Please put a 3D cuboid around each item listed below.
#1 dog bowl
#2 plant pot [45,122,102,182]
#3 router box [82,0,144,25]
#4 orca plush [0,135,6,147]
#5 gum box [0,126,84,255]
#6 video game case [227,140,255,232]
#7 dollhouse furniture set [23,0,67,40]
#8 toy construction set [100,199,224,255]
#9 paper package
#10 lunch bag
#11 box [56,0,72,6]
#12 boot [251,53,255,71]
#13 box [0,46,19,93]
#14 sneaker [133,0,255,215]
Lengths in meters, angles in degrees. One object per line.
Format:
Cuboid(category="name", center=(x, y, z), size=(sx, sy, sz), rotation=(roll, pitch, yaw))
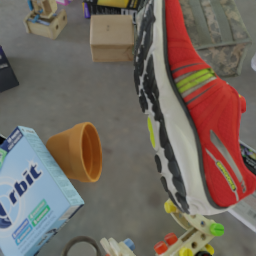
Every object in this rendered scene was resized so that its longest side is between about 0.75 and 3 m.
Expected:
Cuboid(category="dog bowl", center=(-0.884, 2.495, 5.365), size=(0.780, 0.229, 0.780), rotation=(0, 58, 0))
Cuboid(category="plant pot", center=(-1.185, 0.556, 6.057), size=(0.894, 1.277, 1.277), rotation=(-6, 57, 12))
Cuboid(category="router box", center=(-0.354, -4.624, 9.642), size=(1.835, 0.609, 2.333), rotation=(9, 58, 6))
Cuboid(category="orca plush", center=(-3.078, 0.265, 6.633), size=(0.697, 0.471, 1.325), rotation=(-26, 61, -15))
Cuboid(category="gum box", center=(-2.070, 1.286, 5.495), size=(1.747, 0.458, 2.057), rotation=(-47, 64, 11))
Cuboid(category="video game case", center=(2.704, 1.269, 6.164), size=(1.765, 0.206, 1.604), rotation=(37, 65, 22))
Cuboid(category="dollhouse furniture set", center=(-2.611, -3.670, 8.577), size=(0.987, 1.401, 0.982), rotation=(18, 59, 11))
Cuboid(category="toy construction set", center=(0.707, 2.057, 5.133), size=(2.367, 1.090, 1.552), rotation=(-30, 86, -9))
Cuboid(category="paper package", center=(-0.478, -2.701, 8.383), size=(1.286, 0.698, 1.349), rotation=(-2, 57, -1))
Cuboid(category="lunch bag", center=(1.556, -2.535, 7.762), size=(2.780, 1.634, 2.280), rotation=(-7, 60, 3))
Cuboid(category="box", center=(-2.114, -5.464, 9.607), size=(0.868, 1.579, 1.795), rotation=(22, 60, 14))
Cuboid(category="boot", center=(4.604, -1.861, 7.654), size=(2.135, 1.020, 0.785), rotation=(13, 59, 8))
Cuboid(category="box", center=(-4.216, -1.467, 7.570), size=(1.987, 0.784, 1.402), rotation=(-26, 64, -16))
Cuboid(category="sneaker", center=(0.834, -0.427, 3.648), size=(1.251, 1.135, 2.947), rotation=(-9, 79, -11))
